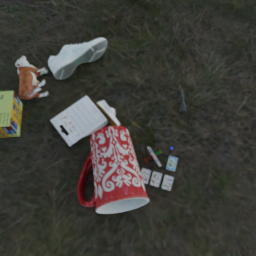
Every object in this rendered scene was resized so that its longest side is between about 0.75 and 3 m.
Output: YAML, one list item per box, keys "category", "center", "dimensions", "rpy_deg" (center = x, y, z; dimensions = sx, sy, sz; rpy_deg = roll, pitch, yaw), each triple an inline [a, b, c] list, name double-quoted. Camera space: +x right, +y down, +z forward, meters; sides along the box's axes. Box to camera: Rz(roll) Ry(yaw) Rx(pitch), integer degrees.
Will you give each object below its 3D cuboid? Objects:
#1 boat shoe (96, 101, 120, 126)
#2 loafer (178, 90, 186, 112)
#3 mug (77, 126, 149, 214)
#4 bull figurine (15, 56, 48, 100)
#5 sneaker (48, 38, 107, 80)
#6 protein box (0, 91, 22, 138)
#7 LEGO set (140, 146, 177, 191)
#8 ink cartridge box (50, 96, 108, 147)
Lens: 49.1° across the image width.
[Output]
- category: "boat shoe"
  center: [-0.742, -0.627, 11.626]
  dimensions: [0.495, 0.505, 1.428]
  rpy_deg: [-32, 70, -23]
- category: "loafer"
  center: [2.214, -1.121, 11.707]
  dimensions: [0.284, 0.324, 0.902]
  rpy_deg: [-9, 96, 13]
- category: "mug"
  center: [-0.733, 1.507, 10.021]
  dimensions: [2.446, 1.838, 2.755]
  rpy_deg: [-9, 63, -6]
- category: "bull figurine"
  center: [-4.225, -2.177, 12.190]
  dimensions: [1.324, 0.710, 2.182]
  rpy_deg: [-8, 66, -3]
- category: "sneaker"
  center: [-2.288, -3.377, 12.569]
  dimensions: [2.909, 1.023, 1.166]
  rpy_deg: [-33, 67, -13]
- category: "protein box"
  center: [-5.276, -0.506, 11.254]
  dimensions: [1.596, 1.077, 1.585]
  rpy_deg: [-4, 66, -2]
- category: "LEGO set"
  center: [1.214, 1.449, 10.896]
  dimensions: [1.265, 0.416, 1.694]
  rpy_deg: [15, 78, 5]
- category: "ink cartridge box"
  center: [-2.004, -0.252, 11.539]
  dimensions: [1.852, 0.464, 1.491]
  rpy_deg: [-37, 72, -10]
